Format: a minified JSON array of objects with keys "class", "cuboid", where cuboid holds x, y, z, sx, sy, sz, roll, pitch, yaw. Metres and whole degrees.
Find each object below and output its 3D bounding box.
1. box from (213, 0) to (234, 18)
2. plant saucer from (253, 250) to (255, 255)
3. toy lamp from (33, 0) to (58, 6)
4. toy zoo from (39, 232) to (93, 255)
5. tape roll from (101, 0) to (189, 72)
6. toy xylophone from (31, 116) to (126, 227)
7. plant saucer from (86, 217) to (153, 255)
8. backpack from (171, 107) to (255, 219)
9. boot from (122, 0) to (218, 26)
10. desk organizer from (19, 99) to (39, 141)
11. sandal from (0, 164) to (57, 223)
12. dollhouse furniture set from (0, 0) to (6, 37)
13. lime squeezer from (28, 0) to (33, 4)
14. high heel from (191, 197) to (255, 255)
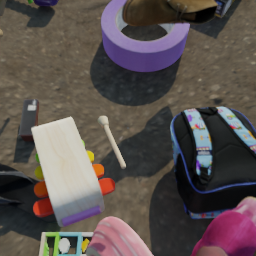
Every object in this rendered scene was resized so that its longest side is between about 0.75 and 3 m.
[{"class":"box","cuboid":[2.668,-5.569,10.391,2.970,0.733,2.371,29,68,14]},{"class":"plant saucer","cuboid":[3.077,2.588,6.357,2.172,0.320,2.172,0,61,0]},{"class":"toy lamp","cuboid":[-3.801,-5.011,10.088,2.737,0.797,0.797,21,64,13]},{"class":"toy zoo","cuboid":[-1.128,2.920,6.249,1.707,0.175,1.120,1,62,1]},{"class":"tape roll","cuboid":[0.526,-3.148,9.020,2.733,0.897,2.733,0,62,1]},{"class":"toy xylophone","cuboid":[-0.705,0.430,3.763,1.198,0.411,1.636,-11,50,-11]},{"class":"plant saucer","cuboid":[-0.052,2.260,3.931,0.494,1.950,1.950,-20,63,-29]},{"class":"backpack","cuboid":[2.051,0.665,6.612,2.202,1.623,2.412,-8,46,-6]},{"class":"boot","cuboid":[1.104,-2.933,6.856,2.625,0.966,0.990,-20,53,-25]},{"class":"desk organizer","cuboid":[-2.685,-0.213,7.743,0.400,0.429,1.115,-2,62,-1]},{"class":"sandal","cuboid":[-2.804,1.461,6.768,2.824,0.605,1.074,12,63,6]},{"class":"dollhouse furniture set","cuboid":[-2.482,-2.691,4.997,1.129,1.489,1.699,-18,60,-48]},{"class":"lime squeezer","cuboid":[-2.896,-4.001,6.800,0.697,1.973,0.372,4,62,41]},{"class":"high heel","cuboid":[1.176,2.032,3.962,0.780,2.315,1.110,40,39,27]}]
